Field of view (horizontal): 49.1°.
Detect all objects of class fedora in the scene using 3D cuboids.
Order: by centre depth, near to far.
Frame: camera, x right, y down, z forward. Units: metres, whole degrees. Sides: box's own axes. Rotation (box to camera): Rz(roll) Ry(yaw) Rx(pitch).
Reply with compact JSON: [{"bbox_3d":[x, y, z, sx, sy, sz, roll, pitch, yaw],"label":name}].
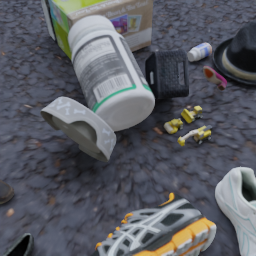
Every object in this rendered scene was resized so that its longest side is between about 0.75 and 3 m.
[{"bbox_3d":[4.056,-2.581,8.954,2.647,1.209,2.647,0,50,0],"label":"fedora"}]

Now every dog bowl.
[{"bbox_3d":[-1.064,0.019,6.319,1.842,1.842,0.540,28,71,21],"label":"dog bowl"}]

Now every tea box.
[{"bbox_3d":[-1.084,-3.801,9.518,2.818,1.883,2.772,-25,53,-19],"label":"tea box"}]

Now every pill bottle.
[{"bbox_3d":[-0.548,-1.486,7.445,1.618,1.618,2.861,-17,64,-13],"label":"pill bottle"},{"bbox_3d":[2.384,-2.525,9.412,0.787,0.441,0.441,-28,56,-22],"label":"pill bottle"}]

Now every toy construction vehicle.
[{"bbox_3d":[1.644,-0.091,7.383,1.199,0.422,1.044,-20,53,-16],"label":"toy construction vehicle"}]

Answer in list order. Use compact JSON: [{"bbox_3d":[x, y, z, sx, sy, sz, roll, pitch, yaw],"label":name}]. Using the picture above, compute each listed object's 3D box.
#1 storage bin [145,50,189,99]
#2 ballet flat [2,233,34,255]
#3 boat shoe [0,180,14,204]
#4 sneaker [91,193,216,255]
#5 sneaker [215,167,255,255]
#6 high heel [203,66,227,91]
[{"bbox_3d":[0.977,-1.358,7.464,0.788,1.137,1.682,-5,6,-4],"label":"storage bin"},{"bbox_3d":[-2.254,2.564,5.045,0.501,0.428,1.506,25,47,5],"label":"ballet flat"},{"bbox_3d":[-3.269,1.236,6.181,1.532,0.562,0.571,13,51,11],"label":"boat shoe"},{"bbox_3d":[0.125,2.171,5.140,2.965,1.161,1.145,-16,44,-21],"label":"sneaker"},{"bbox_3d":[2.519,1.921,5.325,0.908,1.034,2.581,-13,53,-13],"label":"sneaker"},{"bbox_3d":[2.491,-1.501,8.071,0.924,0.312,0.444,46,44,-18],"label":"high heel"}]
